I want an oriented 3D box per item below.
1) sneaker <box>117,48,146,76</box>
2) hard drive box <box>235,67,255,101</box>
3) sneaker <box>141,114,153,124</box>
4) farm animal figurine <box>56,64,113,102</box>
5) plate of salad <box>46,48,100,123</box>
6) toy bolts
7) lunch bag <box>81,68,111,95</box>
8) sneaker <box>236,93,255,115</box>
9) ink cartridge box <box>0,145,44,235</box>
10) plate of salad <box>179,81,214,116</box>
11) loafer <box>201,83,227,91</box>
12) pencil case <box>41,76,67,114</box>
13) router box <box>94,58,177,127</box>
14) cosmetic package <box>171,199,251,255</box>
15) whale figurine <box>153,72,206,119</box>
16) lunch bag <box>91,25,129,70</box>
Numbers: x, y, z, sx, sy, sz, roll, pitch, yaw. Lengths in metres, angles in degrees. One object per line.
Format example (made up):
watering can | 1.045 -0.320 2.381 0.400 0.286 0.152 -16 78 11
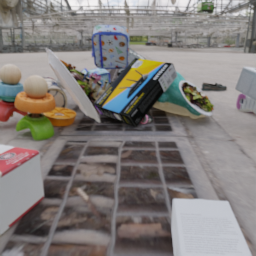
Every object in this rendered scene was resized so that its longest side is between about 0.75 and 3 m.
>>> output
sneaker | -0.242 -2.905 12.287 2.154 1.244 0.808 38 -3 26
hard drive box | 4.482 -1.068 8.171 1.576 0.777 2.023 0 28 -24
sneaker | 0.538 -0.409 10.135 0.500 0.414 1.048 1 21 -32
farm animal figurine | -1.766 -1.592 11.861 2.533 1.321 2.506 21 16 -16
plate of salad | -1.653 -1.386 9.042 0.685 2.850 2.850 -37 29 -10
toy bolts | -3.089 -1.056 9.196 2.600 1.803 2.484 19 23 23
lunch bag | -2.003 -2.418 14.708 2.041 1.300 1.735 -13 22 -8
sneaker | 5.181 -0.861 10.762 0.948 0.863 2.145 2 16 -17
ink cartridge box | -3.064 1.004 4.831 2.515 1.042 1.846 7 20 19
plate of salad | 2.425 -1.092 9.743 1.592 0.382 1.592 25 41 -24
loafer | 4.752 -2.274 15.388 1.443 0.454 0.518 -2 19 -7
pencil case | -3.281 -1.310 11.559 1.133 1.302 2.912 23 8 -26
router box | 0.257 -1.377 10.223 1.954 0.669 2.619 20 63 43
cosmetic package | 1.041 1.646 3.635 0.863 0.606 1.701 2 19 5
whale figurine | 1.938 -1.342 10.917 2.262 1.475 2.843 -9 32 -39
lunch bag | -0.516 -2.216 7.902 1.092 1.363 0.515 1 55 -2
